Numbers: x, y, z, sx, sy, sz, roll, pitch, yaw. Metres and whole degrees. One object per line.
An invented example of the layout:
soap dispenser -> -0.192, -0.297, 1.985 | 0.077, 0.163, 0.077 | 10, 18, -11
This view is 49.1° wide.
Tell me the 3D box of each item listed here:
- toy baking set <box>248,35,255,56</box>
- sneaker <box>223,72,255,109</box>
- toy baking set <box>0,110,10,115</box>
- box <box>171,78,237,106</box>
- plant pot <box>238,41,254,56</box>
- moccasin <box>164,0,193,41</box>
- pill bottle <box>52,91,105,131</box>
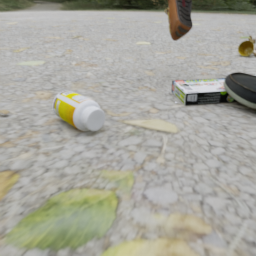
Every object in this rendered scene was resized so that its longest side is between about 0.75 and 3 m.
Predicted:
toy baking set -> 6.111, -3.847, 13.381 | 0.167, 1.099, 1.432 | -31, 31, 7
sneaker -> 3.802, -1.185, 6.870 | 1.102, 1.566, 2.948 | -29, 44, -31
toy baking set -> -3.842, -0.299, 7.148 | 1.438, 0.167, 1.104 | -18, 34, -32
box -> 2.596, -1.140, 8.532 | 2.258, 0.392, 1.243 | -4, 27, -9
plant pot -> 5.831, -3.826, 13.710 | 0.756, 0.756, 0.537 | 21, 9, 36
moccasin -> 1.740, -4.016, 9.771 | 0.899, 0.949, 2.459 | 14, 57, -24
pill bottle -> -1.157, -0.388, 6.635 | 0.738, 0.738, 1.351 | -22, 34, -37
